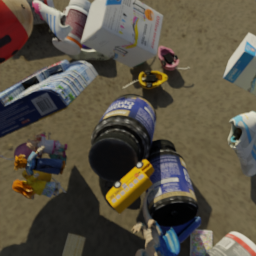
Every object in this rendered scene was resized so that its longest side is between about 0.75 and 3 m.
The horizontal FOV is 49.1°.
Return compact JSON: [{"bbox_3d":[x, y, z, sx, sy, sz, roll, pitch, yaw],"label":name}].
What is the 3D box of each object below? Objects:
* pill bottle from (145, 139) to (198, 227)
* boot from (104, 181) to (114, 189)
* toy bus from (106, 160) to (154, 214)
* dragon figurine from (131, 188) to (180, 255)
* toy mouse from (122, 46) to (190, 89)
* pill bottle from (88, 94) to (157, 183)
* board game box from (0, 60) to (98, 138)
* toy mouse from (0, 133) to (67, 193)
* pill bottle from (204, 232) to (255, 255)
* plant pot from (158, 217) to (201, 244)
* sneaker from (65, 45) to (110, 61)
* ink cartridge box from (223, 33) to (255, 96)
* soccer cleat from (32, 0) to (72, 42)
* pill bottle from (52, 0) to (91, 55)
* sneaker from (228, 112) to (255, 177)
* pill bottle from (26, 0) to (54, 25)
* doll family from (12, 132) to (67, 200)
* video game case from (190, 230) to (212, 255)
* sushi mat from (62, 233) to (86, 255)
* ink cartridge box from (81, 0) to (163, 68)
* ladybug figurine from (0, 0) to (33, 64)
[{"bbox_3d":[0.990,1.340,7.277,1.179,1.179,2.109,-5,43,-2],"label":"pill bottle"},{"bbox_3d":[0.141,1.311,9.549,1.921,0.665,1.672,-6,66,8],"label":"boot"},{"bbox_3d":[0.081,1.103,5.333,1.053,0.343,0.412,-40,43,-9],"label":"toy bus"},{"bbox_3d":[0.661,2.480,6.025,0.643,1.086,2.185,-32,39,23],"label":"dragon figurine"},{"bbox_3d":[0.980,-2.683,11.372,2.828,0.547,2.513,-8,66,-4],"label":"toy mouse"},{"bbox_3d":[-0.093,0.184,7.077,1.451,1.451,2.595,12,25,5],"label":"pill bottle"},{"bbox_3d":[-2.462,-1.022,7.732,2.986,0.921,2.984,-20,23,22],"label":"board game box"},{"bbox_3d":[-2.318,0.680,7.525,1.888,0.365,1.678,18,49,-7],"label":"toy mouse"},{"bbox_3d":[2.470,4.299,7.631,2.708,1.569,1.569,-35,70,-14],"label":"pill bottle"},{"bbox_3d":[1.455,2.811,8.554,1.194,1.194,1.074,-37,77,-15],"label":"plant pot"},{"bbox_3d":[-1.666,-3.395,11.670,2.030,0.706,1.010,4,62,-3],"label":"sneaker"},{"bbox_3d":[4.001,-1.837,8.588,1.591,1.151,1.171,29,50,3],"label":"ink cartridge box"},{"bbox_3d":[-2.024,-3.009,7.610,0.623,0.504,1.444,-38,79,12],"label":"soccer cleat"},{"bbox_3d":[-1.700,-3.209,8.838,0.907,0.907,1.588,16,79,7],"label":"pill bottle"},{"bbox_3d":[3.196,0.506,7.777,0.762,0.722,1.886,-13,109,-8],"label":"sneaker"},{"bbox_3d":[-4.375,-5.097,12.038,2.284,1.323,1.323,-11,66,-5],"label":"pill bottle"},{"bbox_3d":[-2.090,1.030,6.505,1.101,0.799,1.774,11,104,-22],"label":"doll family"},{"bbox_3d":[2.278,3.689,8.724,0.683,0.086,0.953,6,66,2],"label":"video game case"},{"bbox_3d":[-1.735,3.919,8.628,0.577,0.073,1.206,11,66,6],"label":"sushi mat"},{"bbox_3d":[-0.157,-2.860,8.167,1.848,1.337,1.360,18,77,-30],"label":"ink cartridge box"},{"bbox_3d":[-3.755,-2.499,7.641,2.811,1.908,1.011,-42,65,-8],"label":"ladybug figurine"}]
